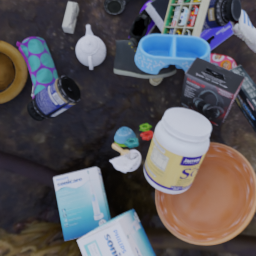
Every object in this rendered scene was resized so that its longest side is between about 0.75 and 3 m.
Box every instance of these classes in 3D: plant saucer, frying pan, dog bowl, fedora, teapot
[{"bbox_3d":[2.177,1.829,8.012,2.923,0.547,2.923,-18,53,26],"label":"plant saucer"},{"bbox_3d":[-0.380,-5.432,12.052,1.476,0.240,0.893,-41,82,-9],"label":"frying pan"},{"bbox_3d":[1.303,-2.158,8.122,2.234,0.554,1.245,5,56,5],"label":"dog bowl"},{"bbox_3d":[-5.167,-2.151,10.810,2.486,1.014,2.486,-5,107,-18],"label":"fedora"},{"bbox_3d":[-1.524,-3.151,11.220,1.335,0.975,1.317,41,82,7],"label":"teapot"}]

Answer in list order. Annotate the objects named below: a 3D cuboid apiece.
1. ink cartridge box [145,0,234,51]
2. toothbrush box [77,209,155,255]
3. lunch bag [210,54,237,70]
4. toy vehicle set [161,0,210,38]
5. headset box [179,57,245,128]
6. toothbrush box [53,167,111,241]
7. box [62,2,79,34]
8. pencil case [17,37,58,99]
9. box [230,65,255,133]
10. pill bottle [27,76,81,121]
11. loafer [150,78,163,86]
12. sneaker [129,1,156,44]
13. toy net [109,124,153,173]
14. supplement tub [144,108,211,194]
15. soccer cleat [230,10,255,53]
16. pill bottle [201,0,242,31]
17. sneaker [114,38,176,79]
[{"bbox_3d":[2.707,-4.429,11.241,2.914,0.638,2.941,-38,97,-10],"label":"ink cartridge box"},{"bbox_3d":[-0.081,3.516,7.622,1.195,2.802,2.051,-27,78,2],"label":"toothbrush box"},{"bbox_3d":[2.880,-1.839,9.249,1.407,1.597,0.654,25,84,39],"label":"lunch bag"},{"bbox_3d":[1.843,-3.628,9.188,0.311,1.457,2.345,6,102,-40],"label":"toy vehicle set"},{"bbox_3d":[2.190,-0.964,7.546,1.342,1.804,0.697,29,67,18],"label":"headset box"},{"bbox_3d":[-1.619,2.673,10.075,1.623,0.945,2.216,-14,79,-3],"label":"toothbrush box"},{"bbox_3d":[-2.417,-4.628,11.767,0.407,0.489,1.189,10,80,2],"label":"box"},{"bbox_3d":[-3.456,-2.222,10.975,1.165,1.073,2.521,-13,77,-31],"label":"pencil case"},{"bbox_3d":[3.414,-0.735,7.848,0.386,1.335,1.680,-24,49,11],"label":"box"},{"bbox_3d":[-2.272,-0.824,8.435,1.581,0.884,0.884,-26,78,26],"label":"pill bottle"},{"bbox_3d":[1.312,-2.316,11.319,0.501,0.452,1.325,31,80,6],"label":"loafer"},{"bbox_3d":[0.678,-4.324,11.368,0.791,1.131,2.274,23,80,5],"label":"sneaker"},{"bbox_3d":[0.140,0.647,8.339,1.289,2.458,0.475,-4,120,5],"label":"toy net"},{"bbox_3d":[1.312,0.623,7.599,1.461,2.010,1.461,9,35,-6],"label":"supplement tub"},{"bbox_3d":[4.204,-3.382,10.071,0.845,0.684,1.957,-22,74,-23],"label":"soccer cleat"},{"bbox_3d":[2.782,-3.711,9.138,1.594,0.891,0.891,8,75,46],"label":"pill bottle"},{"bbox_3d":[0.477,-2.260,9.003,2.189,0.819,1.163,10,116,24],"label":"sneaker"}]
